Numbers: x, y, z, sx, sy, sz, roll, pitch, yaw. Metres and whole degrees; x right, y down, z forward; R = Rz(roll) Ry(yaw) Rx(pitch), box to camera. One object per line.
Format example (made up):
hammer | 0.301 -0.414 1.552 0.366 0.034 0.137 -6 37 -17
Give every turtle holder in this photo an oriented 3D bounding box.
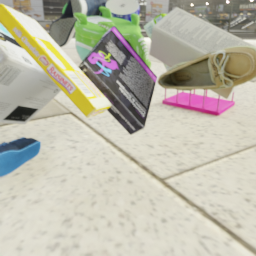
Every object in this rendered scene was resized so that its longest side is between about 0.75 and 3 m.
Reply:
turtle holder | -0.442 -2.679 9.166 2.693 1.912 2.046 11 35 7

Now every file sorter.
file sorter | 3.235 -1.866 12.652 2.758 1.730 1.917 17 28 35

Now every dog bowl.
dog bowl | -0.210 -4.347 10.447 1.261 0.497 1.261 1 54 -1

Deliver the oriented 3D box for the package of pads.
package of pads | 1.871 -3.120 10.669 0.963 2.181 2.823 -27 5 32

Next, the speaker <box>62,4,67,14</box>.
speaker | -1.853 -4.545 12.326 2.265 1.002 1.002 45 39 13

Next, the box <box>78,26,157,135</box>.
box | -0.145 -1.212 6.506 0.453 1.795 2.511 -32 22 29

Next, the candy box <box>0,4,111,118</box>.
candy box | -1.178 -1.067 4.677 0.282 2.139 1.093 -42 0 9

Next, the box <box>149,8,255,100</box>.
box | 1.840 -1.927 7.098 2.440 0.949 1.159 36 64 19

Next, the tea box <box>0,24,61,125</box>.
tea box | -3.253 -1.612 6.447 2.582 1.753 2.624 50 9 9

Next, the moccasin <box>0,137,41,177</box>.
moccasin | -3.288 0.771 7.647 0.714 0.843 2.094 22 15 15

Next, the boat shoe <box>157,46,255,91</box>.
boat shoe | 1.680 -1.189 6.070 0.737 0.855 2.344 -26 20 -36

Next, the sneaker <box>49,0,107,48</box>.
sneaker | -1.885 -4.317 11.443 2.024 1.065 2.801 -33 6 -42
